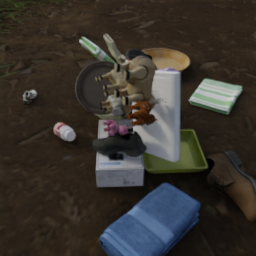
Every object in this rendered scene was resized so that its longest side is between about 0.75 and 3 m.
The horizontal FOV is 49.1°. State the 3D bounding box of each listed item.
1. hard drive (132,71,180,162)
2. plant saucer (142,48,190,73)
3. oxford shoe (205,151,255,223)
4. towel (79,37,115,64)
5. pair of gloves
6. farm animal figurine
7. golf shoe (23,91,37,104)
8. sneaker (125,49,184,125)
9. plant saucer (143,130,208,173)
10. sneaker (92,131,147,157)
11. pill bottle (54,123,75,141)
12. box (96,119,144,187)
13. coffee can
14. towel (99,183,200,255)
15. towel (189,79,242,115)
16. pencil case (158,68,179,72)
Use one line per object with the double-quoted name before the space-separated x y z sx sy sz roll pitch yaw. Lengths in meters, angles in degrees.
"hard drive" 0.721 -0.364 7.547 0.302 2.298 1.516 -20 25 -40
"plant saucer" 1.636 -3.277 14.374 2.961 0.524 2.961 0 37 0
"oxford shoe" 2.781 1.627 7.634 1.119 0.963 2.651 -6 25 -4
"towel" -0.627 -2.269 10.350 0.288 2.463 1.879 -48 39 3
"pair of gloves" -0.143 -2.311 10.486 0.380 1.844 2.168 -37 61 1
"farm animal figurine" 0.079 -0.757 6.980 1.097 1.762 2.182 -15 2 -26
"golf shoe" -4.208 -1.415 12.022 0.369 0.421 0.956 3 36 6
"sneaker" 0.455 -0.907 8.769 0.991 1.591 2.969 -14 66 -34
"plant saucer" 1.376 0.816 9.029 1.883 0.451 1.886 -1 37 -2
"sneaker" -0.314 0.345 7.986 1.720 0.781 0.653 -2 34 29
"pill bottle" -2.199 0.160 9.739 0.480 0.480 0.849 -26 33 -30
"box" -0.287 0.710 8.935 1.422 0.733 2.438 -1 37 -1
"coffee can" -0.717 -1.157 9.723 1.683 1.683 2.300 3 -4 5
"towel" 0.583 2.400 6.836 2.439 0.592 1.362 -31 47 -33
"towel" 3.804 -1.439 12.164 1.789 0.274 2.345 19 41 24
"pencil case" 1.216 -1.679 9.120 0.507 0.498 1.187 -9 11 -10
